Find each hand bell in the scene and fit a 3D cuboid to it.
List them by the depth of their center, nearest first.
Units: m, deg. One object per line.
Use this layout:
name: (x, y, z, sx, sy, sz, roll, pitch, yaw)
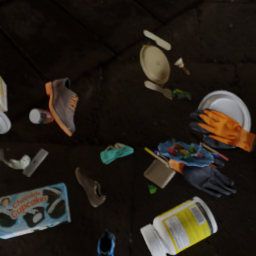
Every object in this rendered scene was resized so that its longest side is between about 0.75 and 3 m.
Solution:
hand bell: (2.369, -2.565, 12.017, 0.396, 0.396, 0.761, -41, 90, -20)

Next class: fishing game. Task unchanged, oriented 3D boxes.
fishing game: (1.923, 0.738, 9.303, 2.638, 0.410, 1.889, -1, 21, -28)

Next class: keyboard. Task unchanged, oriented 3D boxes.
keyboard: (-3.335, 1.245, 10.076, 0.306, 0.058, 1.089, 25, 63, 19)

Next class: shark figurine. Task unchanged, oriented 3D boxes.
shark figurine: (-3.895, 1.170, 9.925, 1.483, 0.886, 0.619, 3, 35, 24)

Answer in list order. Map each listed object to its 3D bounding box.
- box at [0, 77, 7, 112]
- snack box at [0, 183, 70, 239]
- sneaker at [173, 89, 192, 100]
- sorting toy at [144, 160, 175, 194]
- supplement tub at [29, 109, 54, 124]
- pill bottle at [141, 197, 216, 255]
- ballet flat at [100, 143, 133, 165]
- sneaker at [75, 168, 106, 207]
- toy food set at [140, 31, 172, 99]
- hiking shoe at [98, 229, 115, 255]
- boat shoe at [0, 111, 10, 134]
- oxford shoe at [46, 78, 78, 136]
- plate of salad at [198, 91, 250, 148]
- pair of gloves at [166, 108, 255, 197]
box: (-5.341, -1.314, 11.143, 0.768, 0.692, 1.366, -12, 61, -6)
snack box: (-3.022, 2.649, 9.025, 2.140, 0.397, 1.243, -13, 61, -6)
sneaker: (2.203, -1.285, 11.395, 0.801, 0.312, 0.341, 19, 75, 18)
sorting toy: (0.974, 1.721, 9.699, 0.837, 0.167, 1.132, 33, 68, 28)
supplement tub: (-3.219, -0.421, 10.514, 0.525, 0.857, 0.525, 0, 89, 22)
pill bottle: (1.472, 3.010, 8.349, 2.013, 1.150, 1.150, -25, 63, -8)
ballet flat: (-0.380, 0.794, 9.555, 1.472, 0.496, 0.518, -17, 74, -50)
sneaker: (-1.220, 1.878, 9.367, 0.548, 0.511, 1.450, -37, 73, 17)
toy food set: (1.069, -2.511, 11.443, 1.798, 0.523, 2.604, 18, 64, -38)
hiking shoe: (-0.711, 3.840, 8.192, 0.591, 0.688, 1.587, -5, 58, 5)
boat shoe: (-5.477, -0.576, 9.844, 0.969, 2.693, 0.885, -40, 25, 14)
oxford shoe: (-2.325, -0.883, 10.371, 0.958, 0.936, 2.627, -26, 59, 3)
plate of salad: (3.565, -0.308, 10.533, 2.189, 0.526, 2.189, 2, 80, -12)
pair of gloves: (2.938, 0.800, 9.708, 2.517, 0.349, 2.825, 28, 78, 4)
